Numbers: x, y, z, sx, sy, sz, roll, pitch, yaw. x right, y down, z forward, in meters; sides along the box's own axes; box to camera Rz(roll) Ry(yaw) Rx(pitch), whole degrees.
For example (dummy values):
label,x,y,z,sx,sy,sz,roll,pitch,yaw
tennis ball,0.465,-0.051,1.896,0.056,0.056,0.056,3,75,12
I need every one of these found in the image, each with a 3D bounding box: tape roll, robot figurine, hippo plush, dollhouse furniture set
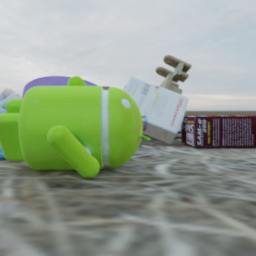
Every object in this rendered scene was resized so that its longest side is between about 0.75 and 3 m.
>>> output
label,x,y,z,sx,sy,sz,roll,pitch,yaw
tape roll,-1.651,-0.369,7.486,2.345,0.996,2.345,0,-20,0
robot figurine,-0.816,0.000,4.496,2.291,1.325,2.010,0,29,-2
hippo plush,-7.608,-1.012,16.032,2.946,2.346,2.368,21,22,25
dollhouse furniture set,0.805,-1.233,10.953,1.890,2.493,2.845,23,-22,-7

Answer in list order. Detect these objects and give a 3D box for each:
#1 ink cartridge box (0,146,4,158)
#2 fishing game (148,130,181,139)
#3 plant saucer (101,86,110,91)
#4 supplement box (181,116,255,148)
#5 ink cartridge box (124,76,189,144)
label,x,y,z,sx,sy,sz,roll,pitch,yaw
ink cartridge box,-1.704,0.238,5.984,1.720,0.725,1.256,1,3,13
fishing game,1.879,0.245,10.865,2.073,0.322,1.484,-7,-3,-9
plant saucer,-0.761,-0.504,9.351,1.833,1.833,0.270,0,-2,-8
supplement box,3.113,0.077,8.063,2.879,0.877,1.567,-1,2,-2
ink cartridge box,0.696,-0.537,8.505,1.926,1.392,0.815,21,-29,6
